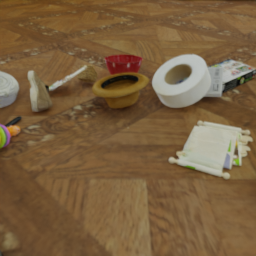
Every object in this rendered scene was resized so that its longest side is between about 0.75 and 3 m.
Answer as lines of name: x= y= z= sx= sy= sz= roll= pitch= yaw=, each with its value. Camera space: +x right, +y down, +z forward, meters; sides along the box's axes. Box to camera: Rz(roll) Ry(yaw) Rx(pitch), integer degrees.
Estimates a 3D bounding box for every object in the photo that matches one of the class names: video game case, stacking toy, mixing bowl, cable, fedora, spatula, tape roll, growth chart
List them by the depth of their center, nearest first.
stacking toy: x=-4.057 y=0.267 z=8.443 sx=1.192 sy=1.127 sz=2.054 roll=-19 pitch=2 yaw=25
growth chart: x=2.665 y=0.559 z=8.601 sx=1.957 sy=0.240 sz=2.705 roll=19 pitch=38 yaw=24
spatula: x=-4.360 y=0.093 z=9.298 sx=0.572 sy=0.208 sz=2.025 roll=14 pitch=34 yaw=28
fedora: x=-0.252 y=-1.367 z=10.612 sx=2.230 sy=0.910 sz=2.230 roll=-6 pitch=30 yaw=4
tape roll: x=2.038 y=-1.809 z=10.730 sx=2.147 sy=0.751 sz=2.147 roll=-19 pitch=45 yaw=20
cable: x=-5.435 y=-1.576 z=11.000 sx=2.137 sy=0.740 sz=2.138 roll=14 pitch=32 yaw=-1
growth chart: x=-2.630 y=-1.957 z=11.546 sx=1.925 sy=0.171 sz=1.393 roll=-19 pitch=22 yaw=34
video game case: x=2.674 y=-1.917 z=11.603 sx=2.343 sy=0.211 sz=1.678 roll=3 pitch=49 yaw=20
mixing bowl: x=-0.214 y=-2.697 z=12.691 sx=1.708 sy=0.925 sz=1.708 roll=1 pitch=25 yaw=0

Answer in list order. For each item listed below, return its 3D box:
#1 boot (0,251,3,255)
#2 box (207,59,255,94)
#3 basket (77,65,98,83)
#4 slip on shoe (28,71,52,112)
boot: x=-2.805 y=2.777 z=5.185 sx=1.010 sy=0.402 sz=1.160 roll=-18 pitch=40 yaw=-26
box: x=4.281 y=-2.343 z=12.629 sx=2.890 sy=0.502 sz=1.590 roll=-24 pitch=41 yaw=-31
basket: x=-1.734 y=-2.361 z=12.298 sx=0.849 sy=0.633 sz=0.606 roll=7 pitch=-6 yaw=39
slip on shoe: x=-3.485 y=-1.488 z=11.000 sx=0.751 sy=0.942 sz=2.478 roll=-7 pitch=35 yaw=-17
